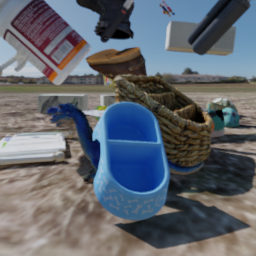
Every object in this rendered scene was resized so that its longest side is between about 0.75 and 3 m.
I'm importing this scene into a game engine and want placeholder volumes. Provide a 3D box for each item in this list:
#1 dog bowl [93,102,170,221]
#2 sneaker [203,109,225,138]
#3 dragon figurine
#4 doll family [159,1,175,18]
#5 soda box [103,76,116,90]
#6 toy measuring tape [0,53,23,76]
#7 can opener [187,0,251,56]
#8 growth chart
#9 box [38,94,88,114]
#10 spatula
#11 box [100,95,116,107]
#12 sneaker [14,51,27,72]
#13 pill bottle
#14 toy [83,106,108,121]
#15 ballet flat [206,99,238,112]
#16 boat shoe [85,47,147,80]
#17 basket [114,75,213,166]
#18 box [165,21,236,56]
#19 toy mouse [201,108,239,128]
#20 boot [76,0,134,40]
[{"bbox_3d":[0.030,0.271,3.147,0.808,0.359,1.449,4,46,-13],"label":"dog bowl"},{"bbox_3d":[1.809,-0.109,7.100,1.824,0.729,0.651,-7,12,-40],"label":"sneaker"},{"bbox_3d":[-0.069,0.148,4.018,2.335,1.161,0.687,2,9,10],"label":"dragon figurine"},{"bbox_3d":[1.556,-4.973,11.765,0.398,0.548,0.883,-41,-25,20],"label":"doll family"},{"bbox_3d":[-0.552,-2.037,12.102,0.586,0.554,1.732,-11,18,-18],"label":"soda box"},{"bbox_3d":[-2.869,-1.967,7.915,1.858,0.683,0.683,-46,29,-19],"label":"toy measuring tape"},{"bbox_3d":[1.778,-2.306,4.989,0.718,2.148,0.573,16,42,-34],"label":"can opener"},{"bbox_3d":[-2.104,0.357,5.770,1.836,0.225,2.537,-2,9,-9],"label":"growth chart"},{"bbox_3d":[-3.055,-1.127,13.201,2.211,0.909,0.756,0,9,8],"label":"box"},{"bbox_3d":[0.021,-3.421,7.548,0.746,2.639,0.271,29,19,-26],"label":"spatula"},{"bbox_3d":[-0.346,-1.288,14.418,2.080,0.854,0.711,-4,10,-18],"label":"box"},{"bbox_3d":[-3.273,-2.178,8.527,0.383,1.049,0.371,-7,-34,31],"label":"sneaker"},{"bbox_3d":[-2.284,-2.397,6.976,2.548,1.396,1.396,43,-2,-15],"label":"pill bottle"},{"bbox_3d":[-0.221,-0.162,7.749,1.572,0.645,2.731,-7,15,-28],"label":"toy"},{"bbox_3d":[4.062,-0.890,12.017,2.313,0.817,0.817,-8,12,-44],"label":"ballet flat"},{"bbox_3d":[-0.475,-2.077,9.536,1.055,1.054,2.996,-36,30,-19],"label":"boat shoe"},{"bbox_3d":[0.794,-0.222,5.193,1.483,1.548,2.077,4,9,26],"label":"basket"},{"bbox_3d":[2.748,-3.415,10.789,2.509,1.031,0.858,6,5,-1],"label":"box"},{"bbox_3d":[2.812,-0.422,9.659,2.587,0.563,2.911,-5,10,-29],"label":"toy mouse"},{"bbox_3d":[-0.870,-3.962,9.829,2.400,0.831,2.090,9,54,2],"label":"boot"}]
